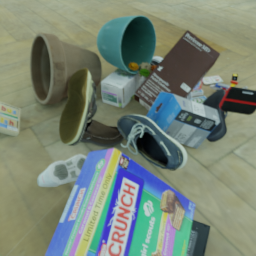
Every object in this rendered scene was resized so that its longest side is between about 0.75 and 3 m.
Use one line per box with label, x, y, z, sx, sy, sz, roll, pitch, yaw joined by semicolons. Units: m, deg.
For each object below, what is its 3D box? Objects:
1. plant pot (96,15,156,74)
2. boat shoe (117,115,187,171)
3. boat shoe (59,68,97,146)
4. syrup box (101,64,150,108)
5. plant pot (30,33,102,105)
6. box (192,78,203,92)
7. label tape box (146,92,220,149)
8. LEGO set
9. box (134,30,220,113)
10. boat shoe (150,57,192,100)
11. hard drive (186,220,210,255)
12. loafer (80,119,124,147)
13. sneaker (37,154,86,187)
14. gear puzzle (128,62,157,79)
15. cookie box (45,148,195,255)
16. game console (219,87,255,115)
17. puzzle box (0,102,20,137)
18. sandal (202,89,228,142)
plant pot;-0.192;-3.090;10.249;1.584;1.974;1.974;21;44;37
boat shoe;0.443;0.357;7.732;0.783;0.948;2.533;-2;34;-45
boat shoe;-1.392;-0.621;8.661;1.014;0.898;2.770;-15;53;31
syrup box;-0.041;-1.779;10.791;0.893;0.924;2.269;19;45;24
plant pot;-2.220;-2.158;10.394;2.184;2.504;2.504;-7;39;-33
box;2.188;-2.172;11.089;0.793;0.860;1.676;-14;42;-15
label tape box;1.530;-0.199;8.263;1.821;1.305;0.602;16;45;-13
LEGO set;3.309;-1.687;10.912;2.534;0.622;1.893;-9;40;-5
box;1.594;-1.655;9.319;1.385;1.036;2.765;39;85;7
boat shoe;1.317;-1.808;10.896;0.948;1.001;2.863;-23;51;-12
hard drive;0.778;2.494;6.354;1.902;0.313;1.327;16;44;17
loafer;-1.040;0.112;8.818;1.882;0.668;0.687;3;41;3
sneaker;-1.652;1.155;7.337;0.873;1.757;0.684;-24;76;28
gear puzzle;0.782;-2.104;10.155;1.602;0.210;0.830;17;54;-3
cookie box;0.032;1.834;5.069;0.896;2.385;2.040;-17;45;47
game console;3.214;-0.760;7.943;1.046;0.925;0.162;9;49;-1
puzzle box;-4.318;-0.440;8.927;1.716;0.218;1.141;21;40;-37
sandal;2.916;-0.385;9.337;0.919;0.517;2.416;-26;31;39
